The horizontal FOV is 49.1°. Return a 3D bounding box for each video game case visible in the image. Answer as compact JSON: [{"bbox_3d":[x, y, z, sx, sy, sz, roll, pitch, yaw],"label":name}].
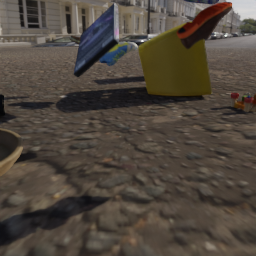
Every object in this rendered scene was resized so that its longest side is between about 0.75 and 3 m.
[{"bbox_3d":[-1.078,-3.110,9.748,1.881,0.250,2.633,-33,38,28],"label":"video game case"}]

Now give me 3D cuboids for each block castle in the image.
[{"bbox_3d":[4.472,-1.045,9.909,1.433,0.672,0.957,-7,21,-19],"label":"block castle"}]

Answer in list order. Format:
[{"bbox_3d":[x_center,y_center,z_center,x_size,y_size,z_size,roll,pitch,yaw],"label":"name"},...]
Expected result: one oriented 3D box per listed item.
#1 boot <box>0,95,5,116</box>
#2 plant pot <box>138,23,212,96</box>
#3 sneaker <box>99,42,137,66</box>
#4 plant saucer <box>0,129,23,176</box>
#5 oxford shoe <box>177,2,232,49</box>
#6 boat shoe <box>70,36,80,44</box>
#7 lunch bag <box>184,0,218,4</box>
[{"bbox_3d":[-4.687,-0.527,8.401,1.804,0.814,2.201,-3,20,-23],"label":"boot"},{"bbox_3d":[1.895,-2.859,12.277,2.552,2.893,2.893,-13,18,8],"label":"plant pot"},{"bbox_3d":[-0.424,-2.847,10.952,1.648,0.866,0.624,1,-2,24],"label":"sneaker"},{"bbox_3d":[-3.598,0.636,5.560,2.908,0.428,2.908,0,19,0],"label":"plant saucer"},{"bbox_3d":[1.928,-2.547,6.922,1.515,0.550,0.539,-33,34,4],"label":"oxford shoe"},{"bbox_3d":[-1.772,-3.709,11.912,1.348,0.499,0.498,18,15,-20],"label":"boat shoe"},{"bbox_3d":[1.784,-3.584,6.489,1.032,1.284,0.530,16,52,10],"label":"lunch bag"}]
